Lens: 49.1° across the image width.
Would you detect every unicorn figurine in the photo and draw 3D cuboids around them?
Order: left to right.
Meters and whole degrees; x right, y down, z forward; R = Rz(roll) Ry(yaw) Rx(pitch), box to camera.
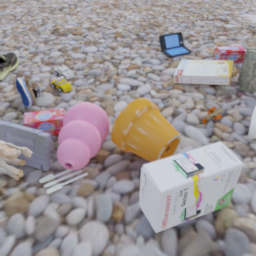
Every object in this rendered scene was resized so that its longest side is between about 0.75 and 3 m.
[{"bbox_3d":[-3.739,0.819,7.348,2.007,2.922,1.079,23,44,-19],"label":"unicorn figurine"}]

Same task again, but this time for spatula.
[{"bbox_3d":[-1.798,1.381,7.780,1.196,0.096,0.832,-23,24,-25],"label":"spatula"}]

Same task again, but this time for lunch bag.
[{"bbox_3d":[5.677,-2.345,11.483,1.866,1.530,1.097,6,41,7],"label":"lunch bag"}]

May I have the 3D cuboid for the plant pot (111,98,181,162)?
[{"bbox_3d":[0.622,0.228,8.187,1.691,1.691,1.548,-31,54,-33],"label":"plant pot"}]

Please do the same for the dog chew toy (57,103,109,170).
[{"bbox_3d":[-1.386,0.293,8.251,1.440,1.440,2.313,6,40,8],"label":"dog chew toy"}]

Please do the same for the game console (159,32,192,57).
[{"bbox_3d":[2.481,-4.376,14.661,1.437,1.227,0.850,-16,12,-20],"label":"game console"}]

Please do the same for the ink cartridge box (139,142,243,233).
[{"bbox_3d":[1.434,1.410,6.703,2.153,1.559,0.904,-14,40,-17],"label":"ink cartridge box"}]

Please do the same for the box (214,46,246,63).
[{"bbox_3d":[5.027,-3.600,13.795,1.352,0.646,0.674,-6,39,-7],"label":"box"}]

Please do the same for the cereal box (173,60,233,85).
[{"bbox_3d":[3.307,-2.460,12.269,2.334,0.461,1.679,6,38,22],"label":"cereal box"}]

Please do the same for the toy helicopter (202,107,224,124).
[{"bbox_3d":[3.047,-0.484,9.932,1.086,0.718,0.428,-21,79,-46],"label":"toy helicopter"}]

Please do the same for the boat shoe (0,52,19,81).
[{"bbox_3d":[-5.759,-2.985,12.883,0.914,0.809,2.496,0,38,0],"label":"boat shoe"}]

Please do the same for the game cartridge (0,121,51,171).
[{"bbox_3d":[-3.069,0.492,8.190,1.810,1.173,0.347,14,19,17],"label":"game cartridge"}]

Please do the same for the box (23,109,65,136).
[{"bbox_3d":[-2.766,-0.152,9.416,1.325,0.661,0.633,-8,39,-11],"label":"box"}]

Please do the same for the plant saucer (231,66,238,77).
[{"bbox_3d":[4.438,-2.757,13.064,1.343,0.238,1.343,0,38,0],"label":"plant saucer"}]

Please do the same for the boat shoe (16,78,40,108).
[{"bbox_3d":[-3.736,-1.421,10.681,0.714,0.713,1.972,-8,37,-29],"label":"boat shoe"}]

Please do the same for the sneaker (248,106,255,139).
[{"bbox_3d":[4.896,-0.398,9.395,1.116,0.960,2.636,19,41,36],"label":"sneaker"}]

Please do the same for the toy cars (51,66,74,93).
[{"bbox_3d":[-2.869,-2.242,12.223,0.947,0.468,2.112,-3,38,-5],"label":"toy cars"}]
